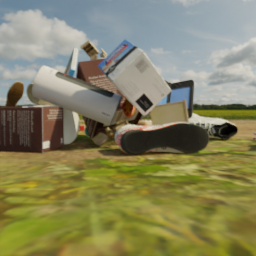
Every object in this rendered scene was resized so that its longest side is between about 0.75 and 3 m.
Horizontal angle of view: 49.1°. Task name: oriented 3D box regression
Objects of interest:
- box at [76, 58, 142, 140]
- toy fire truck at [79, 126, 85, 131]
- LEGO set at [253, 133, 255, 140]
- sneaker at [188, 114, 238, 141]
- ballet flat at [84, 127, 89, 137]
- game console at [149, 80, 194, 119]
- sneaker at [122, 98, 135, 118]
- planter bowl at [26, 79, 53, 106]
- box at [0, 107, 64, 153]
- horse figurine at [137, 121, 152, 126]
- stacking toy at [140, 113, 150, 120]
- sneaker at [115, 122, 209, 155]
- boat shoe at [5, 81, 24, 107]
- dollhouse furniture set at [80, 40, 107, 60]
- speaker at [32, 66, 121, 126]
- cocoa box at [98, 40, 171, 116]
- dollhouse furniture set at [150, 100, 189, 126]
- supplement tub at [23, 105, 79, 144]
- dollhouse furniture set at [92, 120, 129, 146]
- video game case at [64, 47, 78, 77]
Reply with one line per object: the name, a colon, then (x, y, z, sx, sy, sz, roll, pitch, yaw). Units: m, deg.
box: (-0.753, -1.127, 10.613, 1.944, 2.344, 1.924, -13, -26, -23)
toy fire truck: (-2.232, 0.026, 16.975, 1.226, 0.299, 0.865, -2, 4, -41)
LEGO set: (5.018, 0.332, 10.717, 0.321, 0.298, 0.781, 0, 4, 14)
sneaker: (2.941, -0.075, 11.062, 2.814, 1.062, 1.619, 2, 1, -5)
ballet flat: (-1.110, -0.474, 12.558, 0.778, 2.240, 0.778, 34, -9, 6)
game console: (1.675, -1.328, 11.224, 1.632, 1.912, 1.131, -7, -33, 29)
sneaker: (0.098, -0.878, 9.006, 0.478, 1.311, 0.506, -15, -35, 26)
planter bowl: (-2.985, -1.237, 9.690, 1.174, 1.174, 0.790, 2, 16, 34)
box: (-2.730, 0.009, 7.837, 1.464, 1.202, 1.214, 1, 3, 13)
horse figurine: (1.347, -0.163, 16.678, 2.822, 0.704, 1.870, 0, 3, 9)
stacking toy: (0.258, -1.534, 11.514, 0.518, 2.203, 1.661, -15, 24, -10)
sneaker: (0.822, 0.234, 7.437, 2.373, 0.792, 1.272, -4, 6, -16)
boat shoe: (-4.362, -1.149, 10.593, 0.540, 1.474, 0.462, 19, 22, -32)
dollhouse furniture set: (-1.403, -2.797, 10.885, 0.952, 1.036, 0.674, -32, -40, 16)
speaker: (-1.545, -0.954, 8.472, 2.524, 1.025, 1.025, 21, 2, -3)
cocoa box: (0.188, -1.365, 7.723, 1.651, 1.101, 1.083, 43, 6, -42)
dollhouse furniture set: (1.337, -0.487, 9.485, 1.137, 1.501, 1.712, -8, 5, 6)
supplement tub: (-2.788, -0.113, 9.413, 1.974, 1.303, 1.303, 3, 4, 29)
dollhouse furniture set: (-0.395, 0.448, 9.229, 1.145, 0.933, 1.089, -36, 11, -11)
video game case: (-2.265, -1.973, 10.523, 0.191, 1.534, 2.143, 19, 31, -19)
